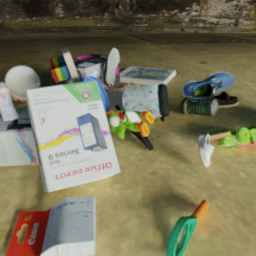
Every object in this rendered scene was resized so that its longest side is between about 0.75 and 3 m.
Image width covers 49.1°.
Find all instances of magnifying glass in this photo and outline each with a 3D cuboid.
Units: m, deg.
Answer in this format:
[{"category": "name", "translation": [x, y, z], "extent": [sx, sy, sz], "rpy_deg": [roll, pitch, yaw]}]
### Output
[{"category": "magnifying glass", "translation": [1.214, 1.909, 5.524], "extent": [0.214, 0.761, 1.911], "rpy_deg": [14, 18, 32]}]

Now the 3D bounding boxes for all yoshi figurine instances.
[{"category": "yoshi figurine", "translation": [-0.019, -0.123, 8.740], "extent": [1.648, 0.923, 0.926], "rpy_deg": [8, 13, 34]}]

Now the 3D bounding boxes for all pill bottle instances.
[{"category": "pill bottle", "translation": [-4.362, -1.707, 11.490], "extent": [1.287, 1.287, 2.292], "rpy_deg": [-11, 4, -22]}]

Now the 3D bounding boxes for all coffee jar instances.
[{"category": "coffee jar", "translation": [2.759, -0.841, 11.082], "extent": [1.398, 0.596, 0.729], "rpy_deg": [6, 30, 37]}]

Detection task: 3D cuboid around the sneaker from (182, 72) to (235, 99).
[{"category": "sneaker", "translation": [3.265, -1.554, 11.000], "extent": [2.166, 0.851, 0.966], "rpy_deg": [-19, 29, -10]}]

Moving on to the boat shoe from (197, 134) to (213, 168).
[{"category": "boat shoe", "translation": [2.216, 0.598, 7.899], "extent": [0.372, 0.380, 1.074], "rpy_deg": [-21, 45, 26]}]

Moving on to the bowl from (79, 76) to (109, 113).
[{"category": "bowl", "translation": [-1.129, -0.847, 9.030], "extent": [0.323, 1.643, 1.643], "rpy_deg": [-13, 20, 21]}]

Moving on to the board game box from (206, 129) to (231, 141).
[{"category": "board game box", "translation": [2.838, 0.207, 8.862], "extent": [0.642, 0.201, 1.343], "rpy_deg": [-14, -3, 13]}]

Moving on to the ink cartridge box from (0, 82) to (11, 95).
[{"category": "ink cartridge box", "translation": [-5.120, -0.143, 8.303], "extent": [2.586, 0.570, 2.634], "rpy_deg": [-15, 34, 22]}]

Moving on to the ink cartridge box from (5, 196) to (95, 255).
[{"category": "ink cartridge box", "translation": [-1.491, 1.959, 5.637], "extent": [1.662, 0.393, 1.330], "rpy_deg": [-1, 25, -6]}]

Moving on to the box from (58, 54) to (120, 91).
[{"category": "box", "translation": [-1.852, -2.561, 13.828], "extent": [1.842, 1.600, 2.788], "rpy_deg": [14, 31, 28]}]

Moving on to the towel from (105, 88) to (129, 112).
[{"category": "towel", "translation": [-0.319, -1.170, 11.872], "extent": [1.564, 0.264, 1.637], "rpy_deg": [-12, 43, -24]}]

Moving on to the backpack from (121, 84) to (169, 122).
[{"category": "backpack", "translation": [0.631, -0.993, 10.639], "extent": [1.737, 1.100, 1.450], "rpy_deg": [-6, 68, 15]}]

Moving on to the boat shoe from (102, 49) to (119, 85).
[{"category": "boat shoe", "translation": [-0.842, -2.785, 12.741], "extent": [0.627, 1.659, 0.500], "rpy_deg": [19, -8, -39]}]

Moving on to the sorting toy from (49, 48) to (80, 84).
[{"category": "sorting toy", "translation": [-2.216, -1.608, 10.474], "extent": [0.845, 2.429, 2.415], "rpy_deg": [-21, 23, -7]}]

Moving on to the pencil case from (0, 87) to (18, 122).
[{"category": "pencil case", "translation": [-3.227, -0.616, 7.407], "extent": [0.404, 0.890, 0.370], "rpy_deg": [-21, 6, -24]}]

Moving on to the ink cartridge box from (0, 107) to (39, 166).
[{"category": "ink cartridge box", "translation": [-2.771, 0.172, 8.560], "extent": [2.728, 1.130, 1.988], "rpy_deg": [-2, 25, -5]}]

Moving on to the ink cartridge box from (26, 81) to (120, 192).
[{"category": "ink cartridge box", "translation": [-1.389, 0.209, 6.903], "extent": [1.746, 2.403, 1.051], "rpy_deg": [-11, -9, -21]}]

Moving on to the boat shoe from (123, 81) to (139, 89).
[{"category": "boat shoe", "translation": [0.163, -2.247, 14.507], "extent": [0.389, 0.449, 1.054], "rpy_deg": [-22, 30, -40]}]

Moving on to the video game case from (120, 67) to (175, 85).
[{"category": "video game case", "translation": [1.027, -3.061, 16.384], "extent": [2.963, 0.346, 2.694], "rpy_deg": [10, 27, 20]}]

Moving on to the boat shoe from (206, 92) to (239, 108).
[{"category": "boat shoe", "translation": [4.134, -1.285, 12.289], "extent": [1.827, 0.606, 0.683], "rpy_deg": [-9, 26, -17]}]

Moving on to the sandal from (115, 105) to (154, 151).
[{"category": "sandal", "translation": [0.292, -0.110, 9.371], "extent": [0.561, 0.935, 2.490], "rpy_deg": [-38, 41, -4]}]

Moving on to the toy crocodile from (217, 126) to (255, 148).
[{"category": "toy crocodile", "translation": [3.857, 0.291, 8.932], "extent": [2.166, 0.669, 0.731], "rpy_deg": [-14, -9, -19]}]
